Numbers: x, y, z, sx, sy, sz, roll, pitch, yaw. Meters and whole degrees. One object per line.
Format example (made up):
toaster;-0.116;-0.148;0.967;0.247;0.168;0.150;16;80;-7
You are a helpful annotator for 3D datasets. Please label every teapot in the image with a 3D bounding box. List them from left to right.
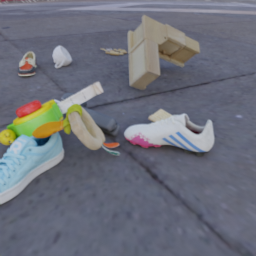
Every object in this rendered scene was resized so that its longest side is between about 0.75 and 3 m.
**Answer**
teapot;-3.139;-3.224;12.941;0.718;0.970;0.983;-32;0;14

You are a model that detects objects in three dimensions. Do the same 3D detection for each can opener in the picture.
can opener;-1.140;-0.493;7.813;2.327;0.621;0.778;20;72;32

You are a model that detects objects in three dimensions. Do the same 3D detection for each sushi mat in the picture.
sushi mat;1.257;-0.059;7.471;1.363;0.082;0.652;32;42;23

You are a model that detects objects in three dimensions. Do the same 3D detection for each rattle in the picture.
rattle;-1.054;0.330;6.262;1.185;1.659;1.080;-43;54;-2

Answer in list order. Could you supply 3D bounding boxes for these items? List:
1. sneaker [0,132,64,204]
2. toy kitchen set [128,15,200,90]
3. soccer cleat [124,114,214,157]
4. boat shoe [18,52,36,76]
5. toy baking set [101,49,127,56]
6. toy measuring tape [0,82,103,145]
sneaker;-2.269;0.635;5.680;0.843;0.934;2.280;14;32;25
toy kitchen set;1.146;-2.361;11.227;2.798;2.283;2.524;13;62;-30
soccer cleat;0.970;0.029;6.776;2.174;0.939;0.760;8;30;15
boat shoe;-4.353;-2.764;12.157;0.708;0.623;1.990;1;29;-9
toy baking set;-0.793;-4.094;15.092;1.480;0.172;1.136;3;25;-1
toy measuring tape;-1.762;-0.392;6.992;2.974;1.094;1.094;-31;39;-22
